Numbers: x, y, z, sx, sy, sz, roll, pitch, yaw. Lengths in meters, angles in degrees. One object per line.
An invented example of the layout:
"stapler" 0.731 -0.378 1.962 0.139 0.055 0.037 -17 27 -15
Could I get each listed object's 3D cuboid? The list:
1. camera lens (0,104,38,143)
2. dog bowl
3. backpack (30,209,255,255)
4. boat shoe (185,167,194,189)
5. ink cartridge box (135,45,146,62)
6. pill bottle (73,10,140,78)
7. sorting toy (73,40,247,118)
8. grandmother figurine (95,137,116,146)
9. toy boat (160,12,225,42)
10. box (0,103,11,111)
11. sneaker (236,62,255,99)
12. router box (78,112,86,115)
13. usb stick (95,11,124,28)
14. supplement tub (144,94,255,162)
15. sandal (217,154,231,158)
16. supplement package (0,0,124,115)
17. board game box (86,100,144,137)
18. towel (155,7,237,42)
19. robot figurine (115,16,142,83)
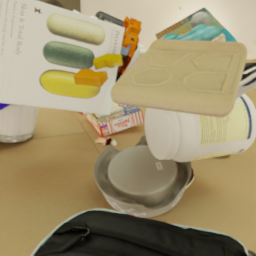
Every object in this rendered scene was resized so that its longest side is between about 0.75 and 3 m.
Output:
"camera lens" -4.495 -0.912 10.556 2.128 2.660 2.128 13 19 -5
"dog bowl" 0.367 1.185 7.069 2.393 0.702 2.393 -3 37 3
"backpack" 0.037 2.138 3.340 2.549 1.919 2.263 14 21 15
"boat shoe" 0.766 1.319 7.483 2.549 0.799 0.933 -9 21 -27
"ink cartridge box" -0.797 -2.089 9.912 2.604 1.895 0.624 0 49 -19
"pill bottle" -0.841 -2.483 8.331 2.176 1.229 1.229 28 12 -18
"sorting toy" 0.502 -0.888 4.517 2.486 0.333 1.852 10 43 23
"grandmother figurine" -0.808 0.518 10.589 0.800 0.242 0.485 11 50 20
"toy boat" 1.499 -2.130 7.000 2.055 1.136 2.445 -9 21 44
"box" -4.382 -1.734 7.878 2.478 2.694 1.414 -33 30 -11
"sneaker" 2.020 -0.865 5.187 0.956 0.349 0.535 -25 37 30
"router box" -1.858 -1.568 15.783 2.787 0.681 2.501 -13 23 -32
"usb stick" -0.572 -4.216 11.662 0.419 0.713 2.571 -4 33 -46
"supplement tub" 1.609 -0.062 6.406 2.145 1.555 1.555 -6 20 -19
"sandal" 2.898 0.811 9.545 1.153 0.463 0.311 -2 -6 2
"supplement package" -1.706 -1.433 5.905 2.476 1.879 1.866 5 9 -30
"board game box" -0.698 -0.574 12.519 1.950 0.596 2.574 -19 24 -14
"towel" 2.126 -2.858 9.225 2.077 0.307 2.832 -26 43 11
"robot figurine" -0.253 -1.637 6.715 0.539 1.852 1.343 24 40 -12
